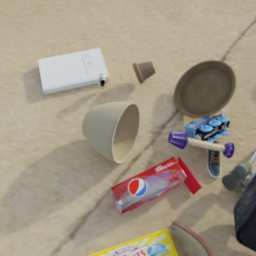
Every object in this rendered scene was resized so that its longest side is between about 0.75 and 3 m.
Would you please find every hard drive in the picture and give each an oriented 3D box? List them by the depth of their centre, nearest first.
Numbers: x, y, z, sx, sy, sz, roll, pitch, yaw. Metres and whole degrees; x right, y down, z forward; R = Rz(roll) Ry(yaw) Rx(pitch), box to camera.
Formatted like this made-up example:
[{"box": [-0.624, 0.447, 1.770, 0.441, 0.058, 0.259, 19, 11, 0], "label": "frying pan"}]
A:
[{"box": [-2.349, -2.456, 11.977, 2.733, 0.365, 1.803, -13, 59, -9], "label": "hard drive"}]

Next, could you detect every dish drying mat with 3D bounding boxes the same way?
[{"box": [1.941, 1.598, 9.373, 0.115, 0.486, 1.265, -4, 50, -39], "label": "dish drying mat"}]

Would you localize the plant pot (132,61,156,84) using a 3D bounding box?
[{"box": [0.678, -2.310, 11.331, 0.779, 0.893, 0.893, -21, 59, 8], "label": "plant pot"}]

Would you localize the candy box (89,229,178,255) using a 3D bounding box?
[{"box": [0.202, 3.903, 8.021, 2.483, 0.328, 1.269, -16, 57, -10], "label": "candy box"}]

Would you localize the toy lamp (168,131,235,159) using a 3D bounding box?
[{"box": [2.375, 0.543, 9.223, 2.144, 0.624, 0.624, 14, 58, -7], "label": "toy lamp"}]

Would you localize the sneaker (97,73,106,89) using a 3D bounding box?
[{"box": [-1.060, -1.777, 11.123, 0.315, 0.832, 0.365, -1, 60, -8], "label": "sneaker"}]

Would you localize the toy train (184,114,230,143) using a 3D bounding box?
[{"box": [2.863, 0.018, 10.050, 1.749, 0.758, 0.999, -25, 27, -31], "label": "toy train"}]

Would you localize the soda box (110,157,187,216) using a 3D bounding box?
[{"box": [0.638, 1.862, 9.040, 2.370, 0.751, 0.830, -23, 62, -15], "label": "soda box"}]

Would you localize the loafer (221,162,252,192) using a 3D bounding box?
[{"box": [3.407, 1.512, 8.674, 0.512, 1.471, 0.553, -21, 64, -23], "label": "loafer"}]

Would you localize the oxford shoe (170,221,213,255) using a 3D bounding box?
[{"box": [1.919, 3.689, 7.871, 0.873, 0.822, 2.333, -36, 65, -18], "label": "oxford shoe"}]

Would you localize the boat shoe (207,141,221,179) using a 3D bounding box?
[{"box": [2.966, 1.075, 9.648, 0.439, 0.563, 1.240, 0, 58, 0], "label": "boat shoe"}]

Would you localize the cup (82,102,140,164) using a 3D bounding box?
[{"box": [-0.676, 0.006, 9.580, 1.493, 2.088, 2.088, 15, 58, 23], "label": "cup"}]

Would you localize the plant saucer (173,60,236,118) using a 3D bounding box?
[{"box": [2.906, -1.450, 10.690, 2.465, 0.363, 2.465, -18, 58, 31], "label": "plant saucer"}]

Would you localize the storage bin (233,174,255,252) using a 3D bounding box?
[{"box": [4.289, 2.098, 7.541, 1.879, 2.779, 1.303, 25, 22, 9], "label": "storage bin"}]

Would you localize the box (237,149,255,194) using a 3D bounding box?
[{"box": [4.629, 1.609, 9.389, 1.407, 0.429, 1.777, 33, 63, 19], "label": "box"}]
